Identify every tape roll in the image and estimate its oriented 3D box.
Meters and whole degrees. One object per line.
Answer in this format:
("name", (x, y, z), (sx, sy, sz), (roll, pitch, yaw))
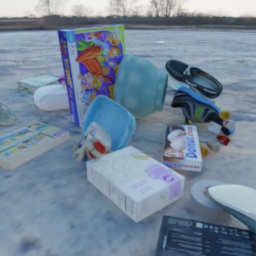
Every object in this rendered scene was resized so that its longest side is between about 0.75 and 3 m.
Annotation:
("tape roll", (1.704, 1.418, 5.542), (0.942, 0.311, 0.942), (-1, 24, 0))

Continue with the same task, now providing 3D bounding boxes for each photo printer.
("photo printer", (-2.665, -1.241, 11.065), (2.019, 0.701, 1.680), (-8, 23, -18))

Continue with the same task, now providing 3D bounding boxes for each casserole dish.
("casserole dish", (-0.536, -0.069, 7.853), (0.433, 1.351, 2.231), (19, 10, -41))

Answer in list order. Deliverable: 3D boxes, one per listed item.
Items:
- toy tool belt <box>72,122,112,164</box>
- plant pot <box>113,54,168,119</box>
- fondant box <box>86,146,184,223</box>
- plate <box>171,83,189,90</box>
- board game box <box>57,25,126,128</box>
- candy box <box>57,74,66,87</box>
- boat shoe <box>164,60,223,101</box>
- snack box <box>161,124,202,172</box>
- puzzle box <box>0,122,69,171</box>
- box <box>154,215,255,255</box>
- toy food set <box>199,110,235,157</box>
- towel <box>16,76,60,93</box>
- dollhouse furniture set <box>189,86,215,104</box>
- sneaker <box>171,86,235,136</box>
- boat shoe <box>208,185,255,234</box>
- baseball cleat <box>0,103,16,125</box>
("toy tool belt", (-0.908, 0.558, 6.873), (0.945, 0.930, 1.513), (40, 13, -13))
("plant pot", (0.534, -1.286, 9.495), (1.478, 2.207, 2.207), (12, 26, 12))
("fondant box", (0.111, 1.093, 6.021), (1.292, 0.522, 1.791), (-18, 30, -34))
("plate", (2.765, -1.845, 13.114), (1.499, 0.192, 1.499), (0, 23, 0))
("board game box", (-1.032, -1.736, 9.217), (2.014, 2.996, 0.671), (-19, 27, -30))
("candy box", (-2.102, -2.154, 10.834), (1.226, 0.374, 0.836), (-51, 27, -18))
("boat shoe", (2.218, -1.754, 9.461), (2.154, 0.650, 0.815), (30, 72, 5))
("snack box", (1.397, 0.435, 7.384), (0.888, 0.300, 2.471), (5, 20, 8))
("puzzle box", (-2.895, 0.421, 7.857), (1.425, 0.272, 2.141), (15, 27, 28))
("box", (1.425, 2.105, 3.640), (2.268, 0.579, 1.789), (6, 23, 12))
("toy food set", (2.335, 0.148, 7.479), (0.620, 1.298, 0.584), (20, 10, -12))
("towel", (-4.206, -2.158, 13.508), (1.576, 0.443, 1.842), (20, 31, 37))
("dollhouse furniture set", (2.903, -1.158, 10.313), (1.331, 1.177, 0.740), (-20, 31, -37))
("sneaker", (2.410, -0.437, 9.184), (2.481, 1.028, 0.880), (40, 12, 36))
("boat shoe", (1.931, 1.414, 4.480), (0.733, 0.622, 2.013), (-10, 7, -14))
("baseball cleat", (-4.672, -0.617, 9.660), (2.103, 0.733, 1.119), (20, 2, 7))
